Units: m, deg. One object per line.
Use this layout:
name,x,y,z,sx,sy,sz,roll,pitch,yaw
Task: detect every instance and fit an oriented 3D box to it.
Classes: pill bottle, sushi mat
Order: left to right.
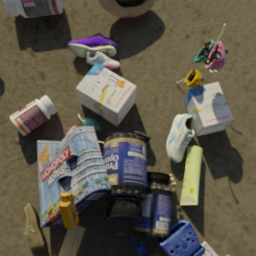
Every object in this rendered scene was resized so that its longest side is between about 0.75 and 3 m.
pill bottle,-4.143,-5.597,12.311,2.284,1.323,1.323,-9,71,-4
pill bottle,-3.588,-0.501,10.737,1.588,0.907,0.907,-36,74,-11
sushi mat,-1.931,3.933,9.610,0.577,0.073,1.206,16,71,7
pill bottle,-0.111,1.601,9.041,1.451,1.451,2.595,0,62,0
pill bottle,0.883,2.608,9.486,1.179,1.179,2.109,7,71,2

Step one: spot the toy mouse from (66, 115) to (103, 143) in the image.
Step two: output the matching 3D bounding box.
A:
toy mouse,-1.767,0.125,10.645,1.888,0.365,1.678,-18,66,8

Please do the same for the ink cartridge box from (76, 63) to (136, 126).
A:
ink cartridge box,-0.795,-1.249,10.761,1.848,1.337,1.360,32,72,10

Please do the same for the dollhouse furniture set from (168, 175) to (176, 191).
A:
dollhouse furniture set,1.473,1.995,9.954,0.338,0.763,0.395,-5,104,-1

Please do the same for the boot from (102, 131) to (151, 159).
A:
boot,-0.144,0.987,10.414,1.921,0.665,1.672,2,73,8

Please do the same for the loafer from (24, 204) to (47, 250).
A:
loafer,-3.269,3.380,9.520,0.544,0.614,1.614,-21,72,-13

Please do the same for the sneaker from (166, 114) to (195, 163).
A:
sneaker,1.967,0.368,10.372,0.722,0.762,1.886,21,74,-30

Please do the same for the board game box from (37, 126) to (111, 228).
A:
board game box,-2.121,1.327,9.392,0.921,2.986,2.984,9,50,-42

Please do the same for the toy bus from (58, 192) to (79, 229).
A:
toy bus,-1.750,2.395,8.157,0.343,1.053,0.412,0,24,24

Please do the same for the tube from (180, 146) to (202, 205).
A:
tube,2.296,1.716,10.065,0.551,0.616,2.122,8,68,12

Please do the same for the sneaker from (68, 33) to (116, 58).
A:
sneaker,-1.510,-3.596,12.004,2.030,0.706,1.010,4,64,-3

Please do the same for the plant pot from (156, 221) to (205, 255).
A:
plant pot,1.729,3.821,9.089,1.194,1.194,1.074,-34,80,-12

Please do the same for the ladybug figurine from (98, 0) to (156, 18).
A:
ladybug figurine,-0.107,-5.827,12.200,2.811,1.011,1.908,-11,112,-19

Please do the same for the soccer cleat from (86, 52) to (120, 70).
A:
soccer cleat,-1.050,-2.827,11.652,1.444,0.623,0.504,8,36,4

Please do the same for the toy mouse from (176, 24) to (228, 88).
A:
toy mouse,3.020,-2.525,10.220,0.547,2.828,2.513,29,97,-12

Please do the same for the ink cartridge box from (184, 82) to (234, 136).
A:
ink cartridge box,3.011,-0.674,10.663,1.171,1.151,1.591,-13,71,-5

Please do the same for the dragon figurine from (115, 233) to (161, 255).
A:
dragon figurine,0.456,4.182,8.749,2.185,1.086,0.643,45,110,2

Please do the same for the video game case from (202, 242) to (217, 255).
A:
video game case,2.498,4.441,9.421,0.953,0.086,0.683,-39,75,-12
